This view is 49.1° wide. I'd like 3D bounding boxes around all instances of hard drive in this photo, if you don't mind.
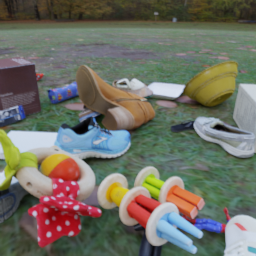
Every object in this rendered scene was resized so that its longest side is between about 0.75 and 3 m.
[{"bbox_3d":[-2.923,0.557,8.864,2.224,0.292,1.467,3,25,4],"label":"hard drive"}]

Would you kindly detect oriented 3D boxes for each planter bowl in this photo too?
[{"bbox_3d":[3.735,-1.654,12.073,2.573,2.573,1.072,-13,70,-25],"label":"planter bowl"}]

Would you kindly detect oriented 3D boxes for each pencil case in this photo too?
[{"bbox_3d":[-2.982,-1.653,13.179,0.747,0.671,1.720,7,24,40],"label":"pencil case"}]

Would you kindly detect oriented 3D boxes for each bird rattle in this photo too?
[{"bbox_3d":[-1.457,0.937,5.494,2.512,1.415,2.048,22,18,20],"label":"bird rattle"}]

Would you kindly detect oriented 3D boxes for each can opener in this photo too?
[{"bbox_3d":[0.458,2.075,5.352,0.685,0.552,1.743,-40,11,16],"label":"can opener"}]

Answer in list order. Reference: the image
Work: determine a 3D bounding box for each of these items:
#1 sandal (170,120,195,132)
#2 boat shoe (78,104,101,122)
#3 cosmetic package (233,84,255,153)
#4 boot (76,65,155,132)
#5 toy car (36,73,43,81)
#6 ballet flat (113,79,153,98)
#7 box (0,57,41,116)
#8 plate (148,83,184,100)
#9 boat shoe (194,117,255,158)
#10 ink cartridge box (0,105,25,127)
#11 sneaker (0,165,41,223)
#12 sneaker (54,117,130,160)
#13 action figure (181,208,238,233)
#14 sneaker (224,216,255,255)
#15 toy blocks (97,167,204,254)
[{"bbox_3d":[2.107,-0.097,10.290,1.195,0.256,0.454,-14,29,-30],"label":"sandal"},{"bbox_3d":[-1.402,-0.917,11.088,0.858,0.859,2.374,-22,13,23],"label":"boat shoe"},{"bbox_3d":[4.513,-0.408,9.564,1.008,1.491,2.835,4,27,5],"label":"cosmetic package"},{"bbox_3d":[-0.463,-1.170,10.642,2.319,1.105,2.998,-18,69,-47],"label":"boot"},{"bbox_3d":[-6.016,-2.967,16.338,1.794,0.400,1.688,-17,29,-33],"label":"toy car"},{"bbox_3d":[0.120,-1.892,13.164,2.379,0.800,0.810,10,37,39],"label":"ballet flat"},{"bbox_3d":[-4.805,-1.641,11.465,1.712,2.086,1.730,-19,32,-35],"label":"box"},{"bbox_3d":[1.799,-1.796,13.877,1.887,0.306,1.891,10,27,25],"label":"plate"},{"bbox_3d":[3.106,0.114,9.206,0.911,0.793,2.473,-10,27,-20],"label":"boat shoe"},{"bbox_3d":[-4.447,-0.461,10.658,1.080,0.537,0.212,-27,23,-37],"label":"ink cartridge box"},{"bbox_3d":[-2.656,1.247,6.741,1.054,0.901,2.419,11,26,33],"label":"sneaker"},{"bbox_3d":[-0.912,0.254,8.255,2.545,1.145,0.998,-4,20,-40],"label":"sneaker"},{"bbox_3d":[1.794,1.846,5.645,1.366,0.676,0.446,12,15,19],"label":"action figure"},{"bbox_3d":[1.734,2.146,4.082,1.152,0.868,2.464,26,29,-12],"label":"sneaker"},{"bbox_3d":[0.742,1.548,5.515,1.836,0.800,2.203,-4,15,-40],"label":"toy blocks"}]
